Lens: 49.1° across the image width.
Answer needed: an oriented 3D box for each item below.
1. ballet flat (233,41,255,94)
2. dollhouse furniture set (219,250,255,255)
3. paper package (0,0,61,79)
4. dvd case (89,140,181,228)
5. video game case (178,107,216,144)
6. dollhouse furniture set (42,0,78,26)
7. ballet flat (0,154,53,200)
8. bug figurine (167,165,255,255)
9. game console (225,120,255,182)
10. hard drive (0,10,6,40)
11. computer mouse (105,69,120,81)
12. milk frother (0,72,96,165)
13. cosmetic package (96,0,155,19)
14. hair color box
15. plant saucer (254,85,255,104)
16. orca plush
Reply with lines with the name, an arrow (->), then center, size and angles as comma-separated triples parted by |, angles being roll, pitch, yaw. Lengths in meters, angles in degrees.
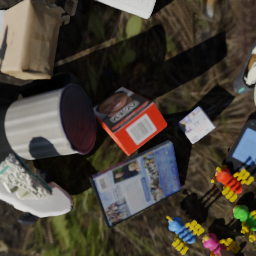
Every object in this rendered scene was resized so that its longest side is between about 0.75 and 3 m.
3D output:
ballet flat -> 3.927, -1.962, 8.499 | 0.753, 0.753, 2.060 | 30, 87, 2
dollhouse furniture set -> 3.595, 4.706, 7.960 | 2.375, 1.237, 2.400 | 0, 98, 6
paper package -> -2.715, -2.251, 7.506 | 1.716, 0.931, 1.800 | 8, 90, 45
dvd case -> 0.306, 1.580, 7.851 | 2.476, 0.217, 1.767 | -23, 118, -17
video game case -> 1.994, -0.081, 8.161 | 0.826, 0.188, 0.749 | -43, 74, 30
dollhouse furniture set -> -1.981, -3.572, 8.322 | 0.842, 0.548, 0.774 | -34, 77, -34
ballet flat -> -2.542, 1.333, 6.809 | 0.797, 2.222, 0.797 | -3, 59, 5
bug figurine -> 2.650, 2.654, 8.232 | 2.963, 0.762, 2.298 | -43, 94, -6
game console -> 3.893, 0.724, 8.343 | 1.480, 0.260, 1.673 | 29, 91, 21
hard drive -> -4.140, -2.670, 8.732 | 1.176, 0.234, 1.783 | -17, 87, -5
computer mouse -> -0.442, -1.563, 8.343 | 0.149, 0.873, 0.256 | 11, 104, -35
milk frother -> -2.721, -0.620, 6.986 | 2.819, 2.997, 2.705 | -11, 68, 20
cosmetic package -> -0.263, -4.839, 7.543 | 2.776, 1.707, 2.768 | 18, 106, -4
hair color box -> -0.086, -0.294, 7.439 | 1.224, 2.412, 0.739 | -38, 114, -6
plant saucer -> 4.980, -1.026, 8.543 | 2.074, 0.521, 2.074 | 0, 87, 0
orca plush -> -3.064, 1.992, 8.064 | 2.857, 1.016, 1.503 | 1, 74, -17
